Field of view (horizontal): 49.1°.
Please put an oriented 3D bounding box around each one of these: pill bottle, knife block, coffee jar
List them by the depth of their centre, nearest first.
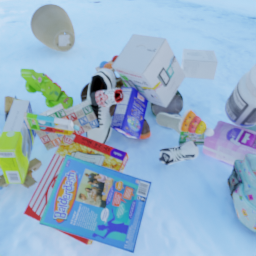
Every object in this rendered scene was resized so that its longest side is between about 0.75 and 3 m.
[{"bbox_3d":[4.304,-1.092,9.497,1.433,2.519,1.433,-1,70,2],"label":"pill bottle"},{"bbox_3d":[-5.096,-0.655,12.130,1.798,0.575,1.578,16,37,20],"label":"knife block"},{"bbox_3d":[1.550,-1.670,13.048,1.442,1.180,2.766,-10,36,1],"label":"coffee jar"}]

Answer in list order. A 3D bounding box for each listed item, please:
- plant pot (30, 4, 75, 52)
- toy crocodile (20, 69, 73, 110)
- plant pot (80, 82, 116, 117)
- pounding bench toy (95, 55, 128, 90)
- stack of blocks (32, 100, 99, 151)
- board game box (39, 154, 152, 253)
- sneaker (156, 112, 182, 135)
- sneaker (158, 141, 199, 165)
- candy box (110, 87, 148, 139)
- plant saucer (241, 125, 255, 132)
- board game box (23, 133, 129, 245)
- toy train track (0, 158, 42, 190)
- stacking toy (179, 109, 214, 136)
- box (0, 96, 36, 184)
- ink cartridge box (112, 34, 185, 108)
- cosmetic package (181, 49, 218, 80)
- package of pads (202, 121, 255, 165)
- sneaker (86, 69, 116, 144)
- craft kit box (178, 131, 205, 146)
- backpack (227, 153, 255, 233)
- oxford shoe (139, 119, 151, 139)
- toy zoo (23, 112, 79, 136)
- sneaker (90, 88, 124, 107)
[{"bbox_3d":[-4.688,-6.280,18.492,2.802,2.802,2.992,-17,44,-22],"label":"plant pot"},{"bbox_3d":[-2.779,-1.331,10.000,0.898,2.660,0.821,6,68,28],"label":"toy crocodile"},{"bbox_3d":[-1.170,-1.163,11.365,1.523,1.523,1.508,6,-2,8],"label":"plant pot"},{"bbox_3d":[-0.285,-2.148,12.442,1.445,1.815,2.326,-29,29,-9],"label":"pounding bench toy"},{"bbox_3d":[-2.039,-0.200,9.124,1.897,1.092,0.556,-26,27,-6],"label":"stack of blocks"},{"bbox_3d":[-0.710,1.754,6.560,2.177,0.490,1.656,19,68,-3],"label":"board game box"},{"bbox_3d":[2.136,-0.192,11.379,1.961,0.735,0.828,29,29,28],"label":"sneaker"},{"bbox_3d":[1.555,0.900,9.302,1.015,0.623,1.560,-18,2,-25],"label":"sneaker"},{"bbox_3d":[0.084,-0.522,10.035,0.588,1.292,1.528,9,76,32],"label":"candy box"},{"bbox_3d":[5.536,-0.388,12.055,1.858,0.255,1.858,1,35,0],"label":"plant saucer"},{"bbox_3d":[-1.308,1.508,7.428,1.866,0.570,2.464,19,72,15],"label":"board game box"},{"bbox_3d":[-3.924,1.877,8.554,1.691,0.480,2.948,24,39,31],"label":"toy train track"},{"bbox_3d":[2.124,-0.057,8.495,1.023,0.747,0.747,27,43,24],"label":"stacking toy"},{"bbox_3d":[-3.428,0.300,8.824,0.600,1.536,2.520,0,43,-6],"label":"box"},{"bbox_3d":[0.784,-2.043,10.061,1.516,2.067,1.509,24,76,40],"label":"ink cartridge box"},{"bbox_3d":[3.995,-3.650,15.941,1.818,1.117,1.812,5,35,7],"label":"cosmetic package"},{"bbox_3d":[4.025,0.697,9.908,2.445,0.925,1.473,22,43,28],"label":"package of pads"},{"bbox_3d":[-1.133,-0.646,9.994,1.075,2.915,1.166,7,13,9],"label":"sneaker"},{"bbox_3d":[2.251,0.312,9.851,0.864,0.210,0.853,-2,28,18],"label":"craft kit box"},{"bbox_3d":[3.888,1.822,7.738,1.889,1.647,2.149,10,41,5],"label":"backpack"},{"bbox_3d":[0.168,-0.372,11.440,0.807,0.823,2.268,-23,34,-27],"label":"oxford shoe"},{"bbox_3d":[-1.935,-0.064,7.215,1.347,0.884,0.138,10,69,-9],"label":"toy zoo"},{"bbox_3d":[-0.446,-0.896,8.343,0.803,0.500,1.498,-4,5,20],"label":"sneaker"}]
